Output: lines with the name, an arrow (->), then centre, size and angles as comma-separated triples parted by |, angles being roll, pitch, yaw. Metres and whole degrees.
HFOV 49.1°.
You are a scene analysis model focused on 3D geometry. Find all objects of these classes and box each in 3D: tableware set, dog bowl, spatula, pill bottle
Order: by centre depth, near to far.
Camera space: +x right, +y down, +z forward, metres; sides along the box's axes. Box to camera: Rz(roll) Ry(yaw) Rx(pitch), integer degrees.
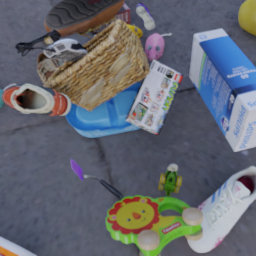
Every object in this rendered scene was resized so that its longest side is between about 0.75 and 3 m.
tableware set -> -0.433, -0.936, 5.622 | 0.178, 1.282, 1.534 | 45, 79, 1
pill bottle -> -2.786, 3.419, 5.628 | 1.139, 1.139, 2.079 | 20, 59, 13
spatula -> -0.749, 1.176, 6.330 | 1.582, 0.447, 0.163 | 25, 47, 23
dog bowl -> -0.501, -0.497, 8.402 | 2.660, 0.659, 1.483 | -11, 61, -7

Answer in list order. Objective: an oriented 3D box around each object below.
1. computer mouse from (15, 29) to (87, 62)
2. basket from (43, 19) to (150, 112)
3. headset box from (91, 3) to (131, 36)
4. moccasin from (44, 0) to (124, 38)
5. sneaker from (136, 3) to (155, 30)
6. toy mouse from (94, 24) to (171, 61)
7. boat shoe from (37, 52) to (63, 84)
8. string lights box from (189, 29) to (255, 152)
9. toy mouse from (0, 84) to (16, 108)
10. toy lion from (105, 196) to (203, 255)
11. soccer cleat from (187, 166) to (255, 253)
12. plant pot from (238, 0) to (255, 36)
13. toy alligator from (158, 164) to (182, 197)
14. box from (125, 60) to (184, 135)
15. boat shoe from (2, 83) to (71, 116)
computer mouse -> -1.603, -1.861, 6.442 | 0.997, 1.818, 0.399 | -17, 89, 22
basket -> -0.908, -1.790, 7.234 | 2.324, 1.731, 1.659 | -29, 60, 27
headset box -> -0.848, -4.594, 11.176 | 1.840, 0.711, 1.369 | -22, 59, -12
moccasin -> -1.214, -3.134, 7.963 | 1.058, 1.116, 2.891 | 32, 47, 6
sneaker -> 0.644, -4.041, 10.056 | 0.375, 1.079, 0.537 | -19, 51, 23
toy mouse -> 0.347, -2.909, 10.145 | 2.917, 0.565, 2.593 | -10, 57, -6
boat shoe -> -2.451, -1.682, 8.756 | 0.885, 0.839, 2.337 | -48, 39, 11
string lights box -> 2.472, -1.016, 6.980 | 0.848, 1.478, 2.875 | -13, 51, -5
toy mouse -> -4.560, -1.186, 9.118 | 1.776, 0.387, 1.998 | -25, 60, -15
toy lion -> 0.479, 2.028, 6.207 | 1.799, 0.618, 1.724 | -18, 27, -23
soccer cleat -> 2.317, 1.840, 6.707 | 0.878, 1.086, 2.515 | 39, 65, 23
plant pot -> 4.963, -4.258, 10.501 | 1.305, 1.838, 1.838 | 15, 52, 45
toy alligator -> 1.051, 1.191, 6.816 | 0.512, 1.544, 0.371 | 9, 52, 5
box -> 0.755, -0.842, 7.809 | 1.025, 0.323, 1.862 | 26, 78, -7
boat shoe -> -2.295, -0.654, 6.494 | 2.094, 0.655, 0.745 | 12, 97, 31
